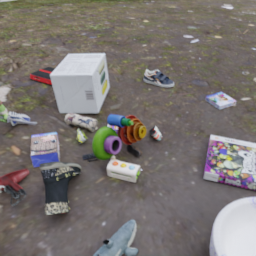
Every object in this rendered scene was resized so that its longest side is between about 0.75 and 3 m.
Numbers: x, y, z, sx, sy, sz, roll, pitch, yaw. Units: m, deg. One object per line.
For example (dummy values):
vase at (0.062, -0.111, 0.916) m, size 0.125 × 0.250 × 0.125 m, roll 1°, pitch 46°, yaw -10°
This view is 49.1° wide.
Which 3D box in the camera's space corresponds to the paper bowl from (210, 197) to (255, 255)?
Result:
paper bowl at (3.422, 3.191, 6.893) m, size 2.731 × 1.420 × 2.731 m, roll -5°, pitch 38°, yaw 4°

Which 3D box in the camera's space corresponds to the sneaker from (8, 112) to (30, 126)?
sneaker at (-5.045, -0.343, 12.842) m, size 0.978 × 0.565 × 0.395 m, roll 19°, pitch 36°, yaw -25°

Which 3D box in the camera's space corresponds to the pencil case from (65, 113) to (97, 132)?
pencil case at (-2.083, -0.250, 12.554) m, size 1.428 × 0.639 × 0.555 m, roll 15°, pitch 72°, yaw 14°

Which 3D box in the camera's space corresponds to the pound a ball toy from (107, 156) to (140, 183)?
pound a ball toy at (-0.197, 1.398, 10.270) m, size 1.298 × 0.551 × 0.846 m, roll 11°, pitch 38°, yaw 18°

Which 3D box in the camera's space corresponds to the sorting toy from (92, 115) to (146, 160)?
sorting toy at (-0.166, 0.259, 10.452) m, size 1.022 × 1.496 × 2.489 m, roll 9°, pitch 32°, yaw 39°

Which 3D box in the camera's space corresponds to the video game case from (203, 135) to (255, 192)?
video game case at (4.051, 1.269, 10.584) m, size 2.129 × 0.421 × 2.349 m, roll 12°, pitch 37°, yaw 15°

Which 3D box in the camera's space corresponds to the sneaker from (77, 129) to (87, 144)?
sneaker at (-2.056, 0.339, 11.933) m, size 0.376 × 0.372 × 0.985 m, roll -46°, pitch 27°, yaw 1°

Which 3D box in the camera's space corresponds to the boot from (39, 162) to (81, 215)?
boot at (-2.152, 1.965, 9.214) m, size 0.767 × 2.126 × 1.606 m, roll -11°, pitch 76°, yaw 14°

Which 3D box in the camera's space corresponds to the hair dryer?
hair dryer at (-3.879, 2.001, 9.486) m, size 1.362 × 0.486 × 1.788 m, roll 5°, pitch 31°, yaw 3°

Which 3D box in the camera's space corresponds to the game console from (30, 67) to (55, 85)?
game console at (-4.667, -3.169, 16.970) m, size 2.063 × 0.320 × 1.825 m, roll 18°, pitch 33°, yaw 23°

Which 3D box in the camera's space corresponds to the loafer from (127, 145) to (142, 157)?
loafer at (0.257, 0.914, 11.260) m, size 0.288 × 0.296 × 0.811 m, roll 3°, pitch 25°, yaw -45°

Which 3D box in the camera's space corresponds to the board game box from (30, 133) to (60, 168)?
board game box at (-3.255, 0.846, 11.007) m, size 1.009 × 0.613 × 1.265 m, roll -8°, pitch 37°, yaw -11°

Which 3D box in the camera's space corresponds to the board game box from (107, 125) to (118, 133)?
board game box at (-0.652, -0.067, 12.665) m, size 0.540 × 0.180 × 0.804 m, roll 2°, pitch 35°, yaw 3°

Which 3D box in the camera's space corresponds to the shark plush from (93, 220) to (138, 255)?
shark plush at (-0.570, 3.182, 7.588) m, size 1.870 × 0.779 × 0.850 m, roll -17°, pitch 39°, yaw -22°

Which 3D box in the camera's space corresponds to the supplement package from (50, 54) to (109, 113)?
supplement package at (-2.280, -2.291, 14.065) m, size 2.035 × 2.050 × 2.702 m, roll 1°, pitch 35°, yaw 9°

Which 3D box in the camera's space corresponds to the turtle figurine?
turtle figurine at (-6.037, -0.459, 11.387) m, size 2.904 × 2.995 × 2.155 m, roll -27°, pitch 12°, yaw 27°

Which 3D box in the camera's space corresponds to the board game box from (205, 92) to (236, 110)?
board game box at (4.788, -1.417, 14.521) m, size 1.105 × 0.227 × 1.102 m, roll -17°, pitch 39°, yaw -22°

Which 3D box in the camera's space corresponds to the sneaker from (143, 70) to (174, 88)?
sneaker at (1.758, -2.865, 16.145) m, size 1.853 × 0.736 × 0.727 m, roll 16°, pitch 37°, yaw 19°

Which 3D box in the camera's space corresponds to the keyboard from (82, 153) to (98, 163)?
keyboard at (-1.403, 1.149, 11.057) m, size 0.773 × 0.080 × 0.491 m, roll -11°, pitch 37°, yaw -14°

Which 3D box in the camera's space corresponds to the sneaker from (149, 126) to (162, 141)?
sneaker at (1.204, 0.274, 12.102) m, size 0.368 × 0.489 × 1.047 m, roll -40°, pitch 10°, yaw 10°
